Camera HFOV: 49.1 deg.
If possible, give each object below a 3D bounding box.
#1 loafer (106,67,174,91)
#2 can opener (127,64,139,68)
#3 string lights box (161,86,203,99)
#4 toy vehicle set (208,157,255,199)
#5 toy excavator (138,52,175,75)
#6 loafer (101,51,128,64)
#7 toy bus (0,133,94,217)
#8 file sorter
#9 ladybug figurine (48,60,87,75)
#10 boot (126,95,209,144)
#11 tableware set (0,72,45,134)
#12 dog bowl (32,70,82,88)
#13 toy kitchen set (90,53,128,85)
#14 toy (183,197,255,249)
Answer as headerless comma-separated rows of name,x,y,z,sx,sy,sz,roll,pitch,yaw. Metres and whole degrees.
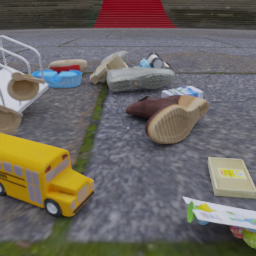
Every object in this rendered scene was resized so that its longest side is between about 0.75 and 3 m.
loafer,0.504,-2.192,11.774,2.823,0.987,0.985,-5,53,-10
can opener,0.785,-2.900,14.646,2.089,0.557,0.698,8,58,15
string lights box,2.049,-1.210,10.684,1.419,0.418,0.729,-14,32,-27
toy vehicle set,2.166,1.024,5.966,0.771,0.164,1.241,4,25,8
toy excavator,0.646,-2.385,12.679,2.175,2.237,1.117,34,19,-24
loafer,-0.737,-4.082,16.638,0.902,0.904,2.585,17,28,17
toy bus,-1.926,0.821,5.426,2.531,0.991,0.824,11,26,23
file sorter,-3.943,-1.403,8.392,1.749,1.570,2.521,24,49,12
ladybug figurine,-3.084,-3.102,14.457,1.969,0.708,1.336,-7,8,-10
boot,0.801,-0.342,8.492,2.366,1.029,2.844,6,23,42
tableware set,-3.111,-0.667,6.351,1.851,2.216,0.257,13,30,-41
dog bowl,-3.264,-2.263,12.939,2.273,0.563,1.267,2,24,3
toy kitchen set,-0.707,-2.270,12.938,1.655,1.493,1.350,-38,21,14
toy,1.796,1.539,4.331,1.827,0.431,1.052,15,2,-1
